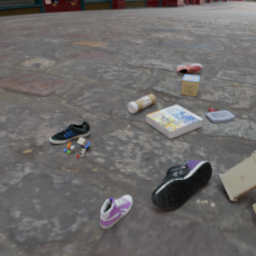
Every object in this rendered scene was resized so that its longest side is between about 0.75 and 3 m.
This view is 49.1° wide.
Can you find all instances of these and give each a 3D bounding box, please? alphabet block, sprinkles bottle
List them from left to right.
[{"bbox_3d":[0.760,-1.323,15.291,1.737,0.593,0.593,-27,40,-37],"label":"sprinkles bottle"},{"bbox_3d":[3.779,-2.576,16.990,0.953,0.971,0.948,11,32,17],"label":"alphabet block"}]

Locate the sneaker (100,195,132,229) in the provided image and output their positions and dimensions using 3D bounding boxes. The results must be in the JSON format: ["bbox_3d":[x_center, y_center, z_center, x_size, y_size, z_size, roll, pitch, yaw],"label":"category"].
[{"bbox_3d":[-0.331,2.445,8.867,0.529,0.832,1.459,17,34,29],"label":"sneaker"}]

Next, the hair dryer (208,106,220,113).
[{"bbox_3d":[4.620,-0.957,15.047,0.625,0.223,0.821,15,35,21],"label":"hair dryer"}]

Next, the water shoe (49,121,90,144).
[{"bbox_3d":[-2.667,0.150,12.709,1.891,0.746,0.676,-16,35,-24],"label":"water shoe"}]

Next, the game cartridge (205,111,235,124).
[{"bbox_3d":[4.740,-0.552,14.372,1.297,0.265,0.863,-8,29,-13],"label":"game cartridge"}]

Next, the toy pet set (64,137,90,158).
[{"bbox_3d":[-2.080,0.873,11.985,0.951,0.505,0.888,21,72,36],"label":"toy pet set"}]

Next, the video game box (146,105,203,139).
[{"bbox_3d":[2.265,-0.360,13.824,2.091,0.489,1.905,-19,33,-28],"label":"video game box"}]

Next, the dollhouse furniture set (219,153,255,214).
[{"bbox_3d":[4.694,2.147,9.702,2.237,1.460,2.112,16,43,-36],"label":"dollhouse furniture set"}]

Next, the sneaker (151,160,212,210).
[{"bbox_3d":[1.680,1.934,9.859,2.688,1.018,1.177,-22,19,-33],"label":"sneaker"}]

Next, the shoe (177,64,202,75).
[{"bbox_3d":[4.359,-4.083,19.852,1.789,0.639,0.814,0,32,9],"label":"shoe"}]
